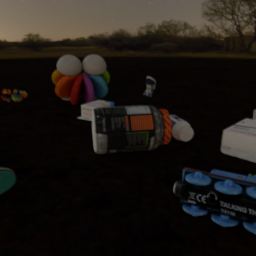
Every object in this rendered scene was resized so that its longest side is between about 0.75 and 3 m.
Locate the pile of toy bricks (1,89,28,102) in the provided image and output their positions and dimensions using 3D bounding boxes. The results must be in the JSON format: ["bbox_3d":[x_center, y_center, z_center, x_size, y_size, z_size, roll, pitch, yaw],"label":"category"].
[{"bbox_3d":[-5.945,-1.584,14.686,1.296,0.719,0.640,3,38,-50],"label":"pile of toy bricks"}]

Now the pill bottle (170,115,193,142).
[{"bbox_3d":[1.697,0.027,9.443,0.667,0.667,1.202,-5,19,-15],"label":"pill bottle"}]

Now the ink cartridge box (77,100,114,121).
[{"bbox_3d":[-1.397,-0.772,12.111,0.902,0.532,1.567,11,21,29],"label":"ink cartridge box"}]

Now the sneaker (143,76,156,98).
[{"bbox_3d":[0.756,-1.443,10.142,0.337,0.521,0.960,22,-14,15],"label":"sneaker"}]

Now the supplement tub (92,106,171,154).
[{"bbox_3d":[0.067,0.031,8.326,2.225,1.363,1.363,-3,18,-10],"label":"supplement tub"}]

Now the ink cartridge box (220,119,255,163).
[{"bbox_3d":[3.778,0.335,8.409,1.279,0.723,1.746,16,24,41],"label":"ink cartridge box"}]

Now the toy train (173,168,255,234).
[{"bbox_3d":[1.952,1.303,5.337,2.078,0.901,1.187,8,11,30],"label":"toy train"}]

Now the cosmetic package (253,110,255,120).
[{"bbox_3d":[5.211,-0.311,10.519,0.643,0.642,0.779,-6,20,-19],"label":"cosmetic package"}]

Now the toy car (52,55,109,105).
[{"bbox_3d":[-2.301,-2.169,14.176,2.932,2.566,2.199,-5,53,-17],"label":"toy car"}]

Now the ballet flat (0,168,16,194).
[{"bbox_3d":[-3.333,1.286,5.704,0.705,0.685,1.981,10,25,35],"label":"ballet flat"}]
